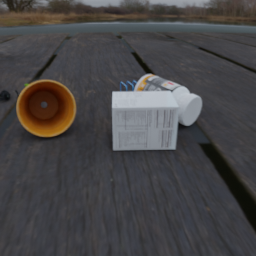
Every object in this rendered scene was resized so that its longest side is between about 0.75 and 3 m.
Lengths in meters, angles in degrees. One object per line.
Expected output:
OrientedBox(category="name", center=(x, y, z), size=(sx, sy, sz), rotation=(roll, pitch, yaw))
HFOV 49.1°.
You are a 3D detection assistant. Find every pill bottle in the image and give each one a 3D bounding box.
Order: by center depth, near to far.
OrientedBox(category="pill bottle", center=(1.544, -1.111, 11.178), size=(1.467, 1.467, 2.521), rotation=(-22, 39, -38))

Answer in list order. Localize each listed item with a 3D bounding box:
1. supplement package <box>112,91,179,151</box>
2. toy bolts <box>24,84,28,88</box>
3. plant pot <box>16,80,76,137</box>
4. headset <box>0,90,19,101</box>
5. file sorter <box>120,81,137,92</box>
OrientedBox(category="supplement package", center=(0.506, -0.273, 9.502), size=(2.065, 1.556, 1.567), rotation=(-1, 26, -2))
OrientedBox(category="toy bolts", center=(-4.047, -1.196, 12.045), size=(1.077, 1.128, 0.782), rotation=(29, 10, 11))
OrientedBox(category="plant pot", center=(-3.095, -0.784, 10.424), size=(1.974, 1.974, 1.807), rotation=(-10, 13, -20))
OrientedBox(category="headset", center=(-5.874, -1.500, 13.506), size=(1.149, 0.540, 0.710), rotation=(-29, 32, -20))
OrientedBox(category="file sorter", center=(0.381, -1.769, 13.406), size=(1.380, 0.846, 0.957), rotation=(-9, 28, -18))
